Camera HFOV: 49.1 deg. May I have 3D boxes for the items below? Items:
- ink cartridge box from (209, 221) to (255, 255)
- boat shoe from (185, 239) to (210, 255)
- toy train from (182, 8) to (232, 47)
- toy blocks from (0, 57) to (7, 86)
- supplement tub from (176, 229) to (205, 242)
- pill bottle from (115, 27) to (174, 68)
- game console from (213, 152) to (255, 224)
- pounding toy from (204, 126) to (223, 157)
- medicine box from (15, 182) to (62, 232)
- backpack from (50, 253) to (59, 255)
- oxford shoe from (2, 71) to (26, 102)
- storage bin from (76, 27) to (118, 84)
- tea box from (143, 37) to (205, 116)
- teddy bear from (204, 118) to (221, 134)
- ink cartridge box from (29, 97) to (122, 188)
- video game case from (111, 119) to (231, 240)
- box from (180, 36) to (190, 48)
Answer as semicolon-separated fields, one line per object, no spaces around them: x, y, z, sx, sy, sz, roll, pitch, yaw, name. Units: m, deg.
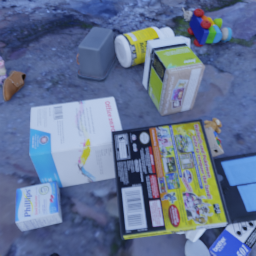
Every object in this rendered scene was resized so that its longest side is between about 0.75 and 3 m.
2.753;2.800;7.020;1.566;0.346;0.736;-36;56;-29;ink cartridge box
1.622;3.330;6.363;0.590;0.487;1.719;9;28;-8;boat shoe
3.849;-5.216;13.831;1.658;1.213;2.865;-2;51;-13;toy train
-5.589;-2.340;11.263;1.235;1.112;1.321;-16;49;-15;toy blocks
1.200;1.703;7.225;2.098;1.521;1.521;36;56;28;supplement tub
0.758;-3.618;12.277;2.444;1.360;1.360;-22;51;-17;pill bottle
3.514;1.533;7.714;2.395;0.372;2.118;-11;36;7;game console
2.616;0.335;8.834;0.499;0.958;1.090;-25;53;23;pounding toy
-2.394;2.093;7.532;1.086;0.559;0.989;-10;48;-10;medicine box
-1.896;3.570;5.947;1.445;1.111;1.179;-41;56;-12;backpack
-4.466;-1.684;11.012;0.634;0.634;1.778;4;46;-3;oxford shoe
-1.396;-3.183;11.816;1.589;1.466;2.183;12;48;11;storage bin
1.535;-1.868;10.158;1.337;2.002;1.969;-12;52;-14;tea box
2.903;-0.043;9.700;0.874;0.292;0.634;-17;52;-15;teddy bear
-1.416;0.442;8.219;2.435;1.778;1.786;-8;48;-8;ink cartridge box
0.852;1.093;6.469;2.295;0.324;2.539;-8;62;1;video game case
2.015;-3.060;11.473;0.518;1.071;0.945;5;81;-28;box
